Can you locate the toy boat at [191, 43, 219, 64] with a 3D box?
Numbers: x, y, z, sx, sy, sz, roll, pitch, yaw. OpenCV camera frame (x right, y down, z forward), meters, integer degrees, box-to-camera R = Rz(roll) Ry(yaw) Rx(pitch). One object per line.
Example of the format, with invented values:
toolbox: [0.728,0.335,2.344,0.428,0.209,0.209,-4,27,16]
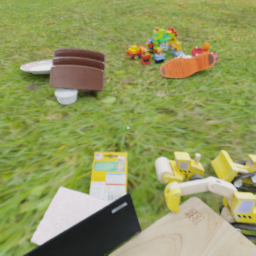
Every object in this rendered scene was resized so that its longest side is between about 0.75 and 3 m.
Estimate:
toy boat: [3.425,-3.373,12.488,0.829,0.831,1.271,-27,44,-32]

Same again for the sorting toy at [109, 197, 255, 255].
sorting toy: [0.950,2.815,3.866,2.856,0.994,2.838,-24,43,-29]

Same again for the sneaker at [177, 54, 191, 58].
sneaker: [2.430,-3.013,12.240,0.465,0.547,1.236,28,44,34]

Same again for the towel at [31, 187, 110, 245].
towel: [-1.123,1.897,5.591,1.197,0.202,1.254,13,54,17]

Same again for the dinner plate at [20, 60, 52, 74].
dinner plate: [-3.320,-2.511,11.570,2.120,0.257,2.120,-3,25,1]

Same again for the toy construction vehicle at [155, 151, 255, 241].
toy construction vehicle: [1.938,1.045,5.708,2.620,0.923,2.281,9,24,-3]

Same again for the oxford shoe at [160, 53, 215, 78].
oxford shoe: [2.377,-2.496,11.558,2.288,0.816,0.834,-12,5,-6]

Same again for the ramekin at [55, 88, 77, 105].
ramekin: [-2.151,-1.120,9.805,0.770,0.359,0.770,0,37,0]

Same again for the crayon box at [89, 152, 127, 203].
crayon box: [-0.425,1.182,6.403,0.801,0.329,1.274,1,54,2]

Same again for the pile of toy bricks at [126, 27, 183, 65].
pile of toy bricks: [1.393,-3.921,12.783,2.767,1.366,1.535,-19,40,-24]

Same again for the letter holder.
letter holder: [-1.736,-2.073,9.802,1.827,1.299,0.919,4,19,-6]

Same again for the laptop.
laptop: [-0.732,1.602,4.401,1.632,0.951,1.841,-27,9,-14]
